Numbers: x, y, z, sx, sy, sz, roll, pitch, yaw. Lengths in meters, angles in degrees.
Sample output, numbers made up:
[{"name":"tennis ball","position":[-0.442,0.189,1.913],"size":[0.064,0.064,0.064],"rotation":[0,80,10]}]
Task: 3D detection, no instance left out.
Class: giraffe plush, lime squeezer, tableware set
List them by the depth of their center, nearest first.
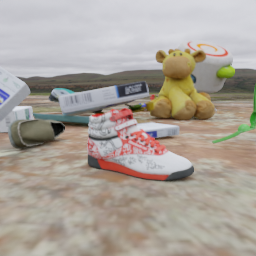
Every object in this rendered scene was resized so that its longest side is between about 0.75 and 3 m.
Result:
[{"name":"lime squeezer","position":[2.286,-0.129,5.472],"size":[0.516,1.463,0.276],"rotation":[40,-3,-21]},{"name":"tableware set","position":[-0.141,-0.582,9.632],"size":[2.091,0.321,1.409],"rotation":[-12,11,-6]},{"name":"giraffe plush","position":[1.993,-1.806,10.756],"size":[2.555,2.401,2.961],"rotation":[-1,17,-8]}]

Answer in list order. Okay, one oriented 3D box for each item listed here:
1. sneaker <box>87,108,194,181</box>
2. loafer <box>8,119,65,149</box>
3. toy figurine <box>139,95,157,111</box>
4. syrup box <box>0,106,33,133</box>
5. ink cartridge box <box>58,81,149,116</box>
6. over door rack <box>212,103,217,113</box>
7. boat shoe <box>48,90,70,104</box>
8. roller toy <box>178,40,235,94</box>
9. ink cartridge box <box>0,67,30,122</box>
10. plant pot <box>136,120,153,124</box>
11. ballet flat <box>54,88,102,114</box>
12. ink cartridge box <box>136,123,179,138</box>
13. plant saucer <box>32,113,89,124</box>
[{"name":"sneaker","position":[0.109,0.184,3.951],"size":[1.639,0.878,0.547],"rotation":[5,10,29]},{"name":"loafer","position":[-1.812,0.035,5.713],"size":[0.538,0.581,1.546],"rotation":[-12,5,17]},{"name":"toy figurine","position":[0.858,-1.177,13.453],"size":[0.890,0.783,1.485],"rotation":[-3,7,16]},{"name":"syrup box","position":[-3.189,-0.269,7.890],"size":[0.592,0.572,1.453],"rotation":[-2,9,1]},{"name":"ink cartridge box","position":[-0.941,-0.929,9.456],"size":[2.666,0.634,2.697],"rotation":[-14,5,-13]},{"name":"over door rack","position":[3.673,-0.875,12.773],"size":[0.555,0.250,0.751],"rotation":[-1,30,-1]},{"name":"boat shoe","position":[-2.372,-1.049,9.907],"size":[0.453,0.419,1.226],"rotation":[46,13,6]},{"name":"roller toy","position":[3.639,-3.046,14.132],"size":[2.703,2.070,2.963],"rotation":[8,36,-4]},{"name":"ink cartridge box","position":[-2.914,-0.379,5.521],"size":[0.913,1.835,0.360],"rotation":[33,-23,16]},{"name":"plant pot","position":[0.093,-0.122,8.171],"size":[1.243,0.171,1.243],"rotation":[3,7,0]},{"name":"ballet flat","position":[-2.090,-0.993,11.451],"size":[2.311,0.790,0.786],"rotation":[16,39,19]},{"name":"ink cartridge box","position":[0.436,0.071,6.741],"size":[1.124,0.248,1.145],"rotation":[-7,7,-29]},{"name":"plant saucer","position":[-1.855,-0.276,8.685],"size":[2.229,0.211,0.779],"rotation":[4,-2,23]}]
